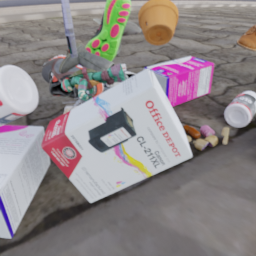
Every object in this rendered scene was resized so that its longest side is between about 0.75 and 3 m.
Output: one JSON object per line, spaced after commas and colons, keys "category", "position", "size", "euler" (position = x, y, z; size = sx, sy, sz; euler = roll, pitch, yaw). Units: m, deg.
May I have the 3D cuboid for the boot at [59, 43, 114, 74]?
{"category": "boot", "position": [-1.068, -1.540, 7.183], "size": [1.120, 1.018, 0.406], "euler": [37, -4, 2]}

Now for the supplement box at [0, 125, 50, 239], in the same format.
{"category": "supplement box", "position": [-3.111, 1.174, 7.007], "size": [1.374, 1.403, 2.715], "euler": [2, 33, 6]}

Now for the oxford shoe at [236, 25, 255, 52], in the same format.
{"category": "oxford shoe", "position": [3.293, -2.440, 7.453], "size": [0.554, 0.553, 1.552], "euler": [28, 41, 13]}

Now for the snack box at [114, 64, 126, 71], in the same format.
{"category": "snack box", "position": [-1.161, -2.860, 13.799], "size": [1.000, 0.338, 2.781], "euler": [-14, 15, -25]}

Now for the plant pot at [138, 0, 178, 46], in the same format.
{"category": "plant pot", "position": [1.062, -3.596, 9.799], "size": [1.433, 1.433, 1.003], "euler": [1, 61, 1]}

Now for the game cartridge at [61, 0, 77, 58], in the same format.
{"category": "game cartridge", "position": [-1.281, -2.123, 6.121], "size": [0.223, 1.161, 0.753], "euler": [-5, 75, -7]}

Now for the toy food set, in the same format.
{"category": "toy food set", "position": [2.214, 0.300, 9.504], "size": [2.217, 0.349, 1.409], "euler": [5, 31, 22]}

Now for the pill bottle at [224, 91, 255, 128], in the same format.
{"category": "pill bottle", "position": [4.345, -0.752, 10.586], "size": [0.935, 0.935, 1.642], "euler": [20, 37, 29]}

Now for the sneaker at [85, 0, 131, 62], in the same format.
{"category": "sneaker", "position": [-0.486, -2.648, 7.796], "size": [0.878, 2.287, 0.958], "euler": [31, 35, -7]}

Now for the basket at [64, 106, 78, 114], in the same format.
{"category": "basket", "position": [-1.463, 0.010, 9.089], "size": [1.212, 1.223, 0.984], "euler": [-1, 33, -1]}

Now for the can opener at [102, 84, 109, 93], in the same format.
{"category": "can opener", "position": [-1.685, -1.761, 12.636], "size": [1.657, 0.551, 0.436], "euler": [-8, 70, -21]}

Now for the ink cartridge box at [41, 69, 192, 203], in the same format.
{"category": "ink cartridge box", "position": [-0.183, 0.199, 5.458], "size": [2.317, 1.689, 0.960], "euler": [-27, 27, 13]}

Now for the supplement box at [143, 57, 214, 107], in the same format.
{"category": "supplement box", "position": [2.183, -2.023, 12.177], "size": [2.872, 1.484, 1.453], "euler": [-20, 36, -32]}

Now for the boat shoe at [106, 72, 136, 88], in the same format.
{"category": "boat shoe", "position": [-0.270, -2.294, 13.311], "size": [0.620, 0.679, 1.887], "euler": [8, 19, 36]}

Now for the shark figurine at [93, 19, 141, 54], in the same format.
{"category": "shark figurine", "position": [-0.669, -3.471, 10.525], "size": [1.894, 1.323, 3.170], "euler": [31, 57, -9]}

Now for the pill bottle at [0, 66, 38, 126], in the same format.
{"category": "pill bottle", "position": [-3.052, -0.556, 6.268], "size": [1.826, 1.092, 1.092], "euler": [-19, 25, 23]}

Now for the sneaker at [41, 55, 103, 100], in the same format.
{"category": "sneaker", "position": [-2.159, -1.577, 9.020], "size": [3.000, 1.156, 1.228], "euler": [19, 39, 41]}

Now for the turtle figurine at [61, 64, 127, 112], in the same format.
{"category": "turtle figurine", "position": [-0.902, -0.981, 6.473], "size": [1.725, 0.868, 1.291], "euler": [-15, 9, 7]}
